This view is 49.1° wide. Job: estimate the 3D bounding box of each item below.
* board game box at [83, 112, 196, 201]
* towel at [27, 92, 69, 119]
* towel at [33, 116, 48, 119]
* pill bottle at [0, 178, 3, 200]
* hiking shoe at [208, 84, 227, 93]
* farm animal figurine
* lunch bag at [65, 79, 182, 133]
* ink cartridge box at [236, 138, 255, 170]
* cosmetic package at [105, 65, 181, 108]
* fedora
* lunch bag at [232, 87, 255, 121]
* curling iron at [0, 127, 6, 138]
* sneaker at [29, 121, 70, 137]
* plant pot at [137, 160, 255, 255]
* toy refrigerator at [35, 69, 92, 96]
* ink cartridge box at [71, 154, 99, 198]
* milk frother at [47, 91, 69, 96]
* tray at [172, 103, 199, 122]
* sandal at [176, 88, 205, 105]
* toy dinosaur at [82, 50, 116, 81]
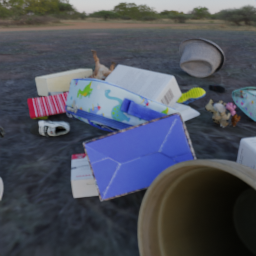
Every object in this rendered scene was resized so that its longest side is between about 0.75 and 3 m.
[{"bbox_3d":[0.347,0.419,5.141,1.600,0.972,2.007,-18,-1,10],"label":"board game box"},{"bbox_3d":[-2.620,-0.816,9.671,1.602,0.180,1.159,-13,40,-14],"label":"towel"},{"bbox_3d":[-3.026,-0.566,10.069,0.527,0.110,1.224,4,23,-3],"label":"towel"},{"bbox_3d":[-3.174,1.174,5.276,1.343,0.759,0.759,3,24,8],"label":"pill bottle"},{"bbox_3d":[4.093,-1.806,12.530,0.481,0.362,0.955,-19,29,-29],"label":"hiking shoe"},{"bbox_3d":[2.881,-0.385,8.669,0.970,0.604,1.201,28,-4,41],"label":"farm animal figurine"},{"bbox_3d":[-0.111,-0.422,7.245,2.734,1.127,2.198,15,2,-39],"label":"lunch bag"},{"bbox_3d":[3.433,1.172,4.804,1.973,1.139,2.702,-4,24,-9],"label":"ink cartridge box"},{"bbox_3d":[0.353,-1.271,9.915,2.666,0.950,1.352,23,69,41],"label":"cosmetic package"},{"bbox_3d":[3.695,-3.510,14.858,2.615,2.312,1.181,18,59,28],"label":"fedora"},{"bbox_3d":[4.456,-0.885,9.544,1.274,0.912,1.496,0,30,-22],"label":"lunch bag"},{"bbox_3d":[-3.023,0.449,6.545,0.251,1.012,0.129,21,21,19],"label":"curling iron"},{"bbox_3d":[-2.309,0.032,8.213,1.173,0.435,0.519,-6,16,-11],"label":"sneaker"},{"bbox_3d":[1.486,1.411,3.587,1.825,2.104,2.104,2,17,-41],"label":"plant pot"},{"bbox_3d":[-2.753,-2.012,12.455,0.923,0.850,2.430,12,25,41],"label":"toy refrigerator"},{"bbox_3d":[-0.806,0.988,6.055,0.799,0.459,1.100,-4,23,-9],"label":"ink cartridge box"},{"bbox_3d":[-2.485,-1.288,10.490,0.886,0.942,0.850,-9,16,-30],"label":"milk frother"},{"bbox_3d":[1.135,-0.793,10.325,1.448,0.299,2.696,-19,30,-39],"label":"tray"},{"bbox_3d":[2.404,-1.173,10.617,1.108,0.440,0.482,-14,-29,35],"label":"sandal"},{"bbox_3d":[-1.291,-2.076,12.063,1.117,1.764,2.603,19,-10,3],"label":"toy dinosaur"}]
